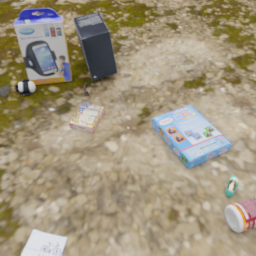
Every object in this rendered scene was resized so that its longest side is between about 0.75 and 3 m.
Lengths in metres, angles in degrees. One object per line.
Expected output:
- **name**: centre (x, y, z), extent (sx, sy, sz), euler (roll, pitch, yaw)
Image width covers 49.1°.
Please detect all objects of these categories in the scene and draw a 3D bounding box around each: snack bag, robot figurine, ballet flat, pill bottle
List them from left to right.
- **robot figurine**: centre (-4.199, -1.644, 11.443), extent (0.782, 0.588, 0.488), euler (-7, 28, -7)
- **snack bag**: centre (-2.106, 3.076, 6.886), extent (1.006, 0.114, 1.067), euler (9, 45, 10)
- **ballet flat**: centre (3.070, 1.659, 8.201), extent (0.280, 0.293, 0.832), euler (21, 48, 20)
- **pill bottle**: centre (3.247, 2.227, 7.333), extent (1.239, 0.700, 0.700), euler (-13, 46, -13)

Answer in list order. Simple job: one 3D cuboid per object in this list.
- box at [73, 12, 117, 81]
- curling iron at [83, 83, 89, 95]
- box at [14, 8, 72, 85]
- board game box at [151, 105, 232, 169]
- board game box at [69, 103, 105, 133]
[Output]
- **box**: centre (-1.377, -3.461, 11.904), extent (1.235, 2.003, 1.987), euler (-17, 47, -6)
- **curling iron**: centre (-1.762, -1.614, 11.646), extent (0.244, 0.126, 0.984), euler (32, 27, -30)
- **box**: centre (-3.330, -3.156, 11.170), extent (1.780, 2.991, 0.620), euler (-8, 45, -8)
- **board game box**: centre (2.102, 0.205, 9.590), extent (1.703, 0.412, 2.251), euler (-19, 48, -19)
- **board game box**: centre (-1.492, -0.394, 10.299), extent (0.908, 0.277, 1.198), euler (13, 46, 13)
